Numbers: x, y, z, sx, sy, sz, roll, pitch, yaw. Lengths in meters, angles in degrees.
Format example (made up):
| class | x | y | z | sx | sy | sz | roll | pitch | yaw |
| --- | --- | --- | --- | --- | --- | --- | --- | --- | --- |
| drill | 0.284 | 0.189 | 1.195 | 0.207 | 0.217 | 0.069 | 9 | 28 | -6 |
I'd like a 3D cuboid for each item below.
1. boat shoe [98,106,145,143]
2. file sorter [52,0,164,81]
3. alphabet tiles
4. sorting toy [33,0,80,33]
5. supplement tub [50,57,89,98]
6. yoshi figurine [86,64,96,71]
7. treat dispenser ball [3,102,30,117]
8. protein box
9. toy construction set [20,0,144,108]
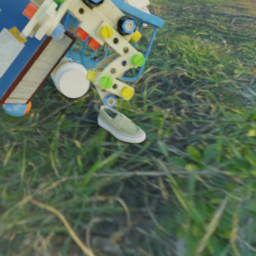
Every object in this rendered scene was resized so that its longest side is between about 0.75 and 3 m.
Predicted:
| class | x | y | z | sx | sy | sz | roll | pitch | yaw |
| --- | --- | --- | --- | --- | --- | --- | --- | --- | --- |
| boat shoe | -0.280 | -0.125 | 8.656 | 1.908 | 0.592 | 0.687 | 25 | 40 | 35 |
| file sorter | -0.831 | -2.480 | 7.335 | 1.890 | 1.671 | 2.723 | 7 | 20 | -38 |
| alphabet tiles | 0.163 | -4.257 | 8.884 | 0.154 | 2.060 | 2.106 | -24 | 19 | 29 |
| sorting toy | -2.491 | -3.729 | 8.687 | 1.586 | 2.128 | 0.285 | -30 | 38 | 11 |
| supplement tub | -2.319 | -2.060 | 11.099 | 1.320 | 1.320 | 1.825 | -12 | 33 | -19 |
| yoshi figurine | -1.471 | -2.594 | 12.763 | 1.098 | 0.617 | 0.615 | 23 | 54 | 29 |
| treat dispenser ball | -3.801 | -0.832 | 9.561 | 0.893 | 0.893 | 0.893 | 0 | 32 | 0 |
| protein box | -2.484 | -1.799 | 5.712 | 1.899 | 1.913 | 1.291 | 40 | 7 | 2 |
| toy construction set | -0.661 | -1.526 | 5.010 | 2.448 | 1.605 | 1.127 | 34 | 8 | -42 |
